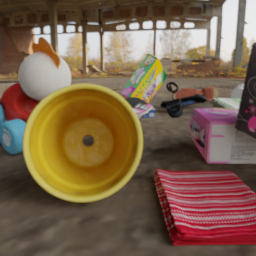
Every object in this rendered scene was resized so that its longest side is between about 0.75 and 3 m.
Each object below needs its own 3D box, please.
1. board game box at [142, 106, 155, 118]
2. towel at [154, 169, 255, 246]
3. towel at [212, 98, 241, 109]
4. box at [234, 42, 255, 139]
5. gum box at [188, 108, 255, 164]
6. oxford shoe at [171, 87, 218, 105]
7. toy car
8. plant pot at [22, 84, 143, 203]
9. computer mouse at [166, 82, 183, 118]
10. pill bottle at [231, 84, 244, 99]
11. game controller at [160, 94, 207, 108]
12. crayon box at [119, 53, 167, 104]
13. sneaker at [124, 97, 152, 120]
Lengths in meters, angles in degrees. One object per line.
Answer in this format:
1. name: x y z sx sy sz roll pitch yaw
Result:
1. board game box: 0.067 -0.677 11.150 1.913 0.330 1.295 0 13 0
2. towel: 1.156 0.988 3.930 1.438 0.224 1.988 0 12 -2
3. towel: 4.890 -0.665 10.766 2.775 0.426 2.070 0 23 -10
4. box: 3.235 -0.325 4.173 1.519 1.750 2.648 -27 44 -26
5. gum box: 2.776 0.124 6.192 2.694 0.891 1.529 0 14 1
6. oxford shoe: 2.971 -1.389 12.828 2.195 0.777 0.810 -4 -5 -10
7. toy car: -2.149 -1.014 6.718 2.156 2.438 2.247 31 33 30
8. plant pot: -0.676 0.230 4.527 1.636 1.636 1.539 -1 -2 -6
9. computer mouse: 1.538 -0.940 9.437 0.524 0.304 1.787 -18 43 20
10. pill bottle: 5.913 -1.714 14.214 1.024 1.024 1.845 10 16 38
11. game controller: 2.247 -1.049 11.449 1.810 0.381 0.944 -10 -2 33
12. crayon box: 0.573 -1.483 9.568 0.475 1.628 1.405 34 -1 24
13. sneaker: -0.115 -0.188 7.101 0.689 0.740 1.715 39 48 25
